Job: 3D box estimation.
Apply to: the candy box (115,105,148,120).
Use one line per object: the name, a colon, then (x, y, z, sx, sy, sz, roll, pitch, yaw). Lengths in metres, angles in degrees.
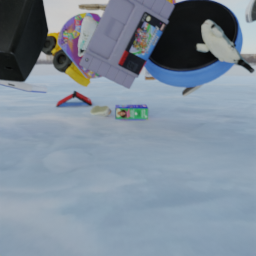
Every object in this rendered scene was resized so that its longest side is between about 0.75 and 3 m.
candy box: (0.140, -0.679, 11.843, 1.360, 0.524, 1.150, -1, 12, -1)

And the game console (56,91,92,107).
game console: (-2.966, -1.377, 15.503, 1.615, 1.112, 1.874, 29, 7, -16)

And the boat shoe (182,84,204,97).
boat shoe: (2.582, -1.793, 9.955, 1.779, 0.507, 0.595, -36, -8, 9)

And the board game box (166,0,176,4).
board game box: (0.714, -3.673, 10.281, 1.843, 1.841, 1.841, 9, -12, 15)

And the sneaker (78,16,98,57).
sneaker: (-1.339, -2.824, 8.921, 0.573, 0.674, 1.522, 29, -26, 0)

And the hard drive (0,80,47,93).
hard drive: (-3.566, -1.424, 9.381, 1.262, 0.243, 1.913, 14, 5, -4)

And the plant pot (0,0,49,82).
plant pot: (-3.277, -2.336, 6.884, 2.151, 1.908, 2.146, 5, -19, -8)

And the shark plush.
shark plush: (2.368, -1.930, 6.549, 1.617, 0.735, 0.674, 35, 48, 12)

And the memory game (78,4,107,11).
memory game: (-0.329, -3.675, 8.513, 2.407, 0.153, 2.407, 0, 26, 0)

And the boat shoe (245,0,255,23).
boat shoe: (2.788, -2.643, 5.881, 0.351, 0.425, 1.240, 5, 55, 41)

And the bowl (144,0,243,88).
bowl: (1.663, -2.433, 7.724, 2.801, 2.801, 0.550, 5, -24, 20)

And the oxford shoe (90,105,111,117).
oxford shoe: (-1.224, -0.725, 12.428, 1.358, 0.510, 0.392, 4, -29, 48)

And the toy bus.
toy bus: (-2.097, -3.443, 11.791, 2.603, 2.499, 1.766, 48, 11, 23)

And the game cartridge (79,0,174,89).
game cartridge: (-0.035, -2.176, 6.634, 1.451, 2.239, 0.430, 25, 18, -14)

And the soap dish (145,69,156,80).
soap dish: (1.198, -2.074, 9.125, 1.305, 1.027, 0.530, -2, -11, 25)

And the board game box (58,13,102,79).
board game box: (-1.329, -3.111, 10.413, 1.934, 2.448, 0.477, -41, 14, -8)
